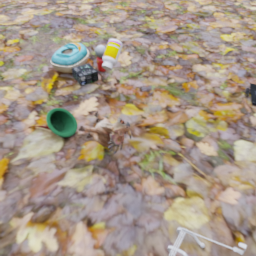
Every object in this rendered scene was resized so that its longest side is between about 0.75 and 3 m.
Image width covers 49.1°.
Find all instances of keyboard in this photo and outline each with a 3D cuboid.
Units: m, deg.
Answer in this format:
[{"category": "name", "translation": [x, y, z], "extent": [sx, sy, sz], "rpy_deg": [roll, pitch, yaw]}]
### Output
[{"category": "keyboard", "translation": [5.737, -1.502, 12.645], "extent": [0.976, 0.208, 1.625], "rpy_deg": [15, 42, 7]}]

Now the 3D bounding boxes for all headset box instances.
[{"category": "headset box", "translation": [-2.122, -2.635, 13.686], "extent": [0.957, 0.510, 1.099], "rpy_deg": [-23, 46, -23]}]

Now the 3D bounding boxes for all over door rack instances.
[{"category": "over door rack", "translation": [1.781, 3.265, 6.760], "extent": [1.796, 0.598, 1.327], "rpy_deg": [3, 36, 36]}]

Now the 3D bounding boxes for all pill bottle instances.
[{"category": "pill bottle", "translation": [-0.690, -3.007, 11.591], "extent": [0.627, 0.627, 1.202], "rpy_deg": [15, 80, 17]}]

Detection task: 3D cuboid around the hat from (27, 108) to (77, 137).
[{"category": "hat", "translation": [-2.861, -0.017, 10.998], "extent": [1.431, 1.260, 1.185], "rpy_deg": [48, 46, -1]}]

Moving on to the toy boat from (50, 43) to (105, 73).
[{"category": "toy boat", "translation": [-2.405, -3.703, 14.299], "extent": [2.827, 1.314, 2.376], "rpy_deg": [11, 42, 13]}]

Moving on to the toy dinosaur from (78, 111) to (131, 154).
[{"category": "toy dinosaur", "translation": [-0.644, 0.285, 9.390], "extent": [1.576, 2.325, 0.998], "rpy_deg": [33, 77, 10]}]
